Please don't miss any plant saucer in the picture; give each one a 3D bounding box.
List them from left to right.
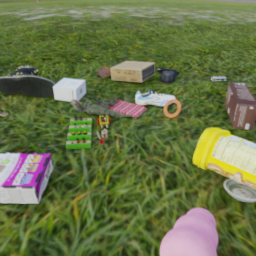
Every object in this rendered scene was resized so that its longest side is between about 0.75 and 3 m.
[{"bbox_3d":[3.298,1.859,8.083,1.096,0.275,1.096,6,21,-2],"label":"plant saucer"}]

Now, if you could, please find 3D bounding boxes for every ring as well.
[{"bbox_3d":[1.936,-0.844,12.242,0.835,0.835,0.080,31,5,40],"label":"ring"}]

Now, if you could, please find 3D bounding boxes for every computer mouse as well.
[{"bbox_3d":[2.269,-3.094,16.058,1.290,0.491,1.862,7,32,9],"label":"computer mouse"}]

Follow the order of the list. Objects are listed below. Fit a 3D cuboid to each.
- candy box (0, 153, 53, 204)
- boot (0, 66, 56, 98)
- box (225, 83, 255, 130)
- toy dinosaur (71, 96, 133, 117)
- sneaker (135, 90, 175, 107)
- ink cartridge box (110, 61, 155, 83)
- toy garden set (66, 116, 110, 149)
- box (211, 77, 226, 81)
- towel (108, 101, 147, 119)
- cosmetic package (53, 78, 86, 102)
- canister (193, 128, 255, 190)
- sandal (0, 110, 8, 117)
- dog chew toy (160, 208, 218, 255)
[{"bbox_3d":[-3.618,1.471,8.395,2.299,0.701,1.568,1,32,2],"label":"candy box"},{"bbox_3d":[-4.944,-2.533,14.593,3.049,1.100,2.303,4,29,5],"label":"boot"},{"bbox_3d":[4.804,-0.977,12.004,0.850,1.136,2.269,3,31,5],"label":"box"},{"bbox_3d":[-1.081,-0.924,12.478,2.794,0.663,1.231,9,36,5],"label":"toy dinosaur"},{"bbox_3d":[1.301,-1.403,13.103,1.917,0.695,0.689,-1,31,-7],"label":"sneaker"},{"bbox_3d":[0.285,-3.171,15.707,1.992,0.748,1.641,11,29,32],"label":"ink cartridge box"},{"bbox_3d":[-1.510,0.047,11.011,1.684,0.403,2.020,-3,32,-5],"label":"toy garden set"},{"bbox_3d":[5.082,-2.759,15.734,0.752,0.150,0.515,-1,22,5],"label":"box"},{"bbox_3d":[-0.048,-0.857,12.725,1.512,0.170,1.093,17,33,23],"label":"towel"},{"bbox_3d":[-2.865,-1.867,13.817,1.192,0.732,1.188,10,33,12],"label":"cosmetic package"},{"bbox_3d":[3.604,1.041,8.222,2.796,1.210,2.077,24,13,31],"label":"canister"},{"bbox_3d":[-5.672,-0.686,12.375,0.863,0.233,0.347,11,33,17],"label":"sandal"},{"bbox_3d":[1.480,2.532,6.353,1.187,1.187,1.906,15,26,22],"label":"dog chew toy"}]
